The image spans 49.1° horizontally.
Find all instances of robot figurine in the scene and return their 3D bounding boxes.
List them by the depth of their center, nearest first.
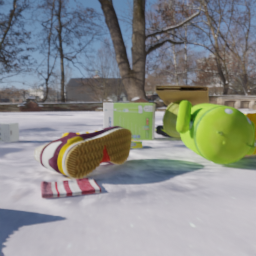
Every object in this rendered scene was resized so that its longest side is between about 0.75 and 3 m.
[{"bbox_3d":[2.327,0.121,7.619,2.262,1.491,2.578,19,5,-9],"label":"robot figurine"}]

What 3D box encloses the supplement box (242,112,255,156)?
[{"bbox_3d":[4.010,0.119,9.181,2.329,1.276,1.268,-2,5,-32],"label":"supplement box"}]

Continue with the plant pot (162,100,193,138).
[{"bbox_3d":[2.565,-0.184,11.760,1.723,1.723,1.584,-2,16,-23],"label":"plant pot"}]

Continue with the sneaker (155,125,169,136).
[{"bbox_3d":[2.205,-0.163,13.460,0.962,1.054,2.603,5,7,42],"label":"sneaker"}]

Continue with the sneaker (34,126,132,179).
[{"bbox_3d":[-0.957,0.433,6.915,1.254,1.043,2.784,11,9,29],"label":"sneaker"}]

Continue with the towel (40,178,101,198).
[{"bbox_3d":[-1.062,1.077,5.103,1.019,0.116,0.734,-2,6,-19],"label":"towel"}]

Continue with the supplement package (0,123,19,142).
[{"bbox_3d":[-5.115,0.172,11.446,0.994,0.755,0.749,1,5,6],"label":"supplement package"}]

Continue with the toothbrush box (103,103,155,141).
[{"bbox_3d":[0.065,-0.306,12.223,2.161,1.573,0.930,1,5,12],"label":"toothbrush box"}]

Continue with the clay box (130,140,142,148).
[{"bbox_3d":[-0.088,0.569,9.851,1.028,0.245,0.591,0,5,-26],"label":"clay box"}]

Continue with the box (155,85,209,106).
[{"bbox_3d":[2.441,-1.359,12.182,2.082,0.271,2.547,2,-8,18],"label":"box"}]
